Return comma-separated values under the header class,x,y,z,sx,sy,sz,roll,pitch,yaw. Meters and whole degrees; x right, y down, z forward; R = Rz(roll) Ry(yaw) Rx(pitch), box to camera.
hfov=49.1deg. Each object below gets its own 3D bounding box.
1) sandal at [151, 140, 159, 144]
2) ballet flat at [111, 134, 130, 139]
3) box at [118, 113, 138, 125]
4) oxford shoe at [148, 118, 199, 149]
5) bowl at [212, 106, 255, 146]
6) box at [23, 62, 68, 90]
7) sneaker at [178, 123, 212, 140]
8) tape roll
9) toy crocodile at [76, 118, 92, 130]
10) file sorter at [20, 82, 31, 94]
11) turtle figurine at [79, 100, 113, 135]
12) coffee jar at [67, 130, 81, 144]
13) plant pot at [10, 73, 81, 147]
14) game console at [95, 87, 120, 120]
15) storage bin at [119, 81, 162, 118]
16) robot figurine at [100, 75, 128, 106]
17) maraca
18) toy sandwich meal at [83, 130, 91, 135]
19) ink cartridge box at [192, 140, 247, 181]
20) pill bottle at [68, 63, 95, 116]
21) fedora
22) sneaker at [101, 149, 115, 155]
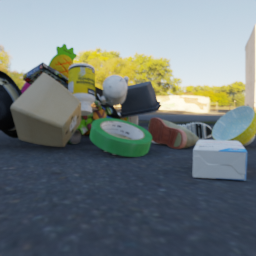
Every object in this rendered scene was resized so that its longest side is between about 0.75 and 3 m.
class,x,y,z,sx,sy,sz,roll,pitch,yaw
sandal,1.128,0.440,12.578,0.548,0.410,1.431,-3,5,-33
ballet flat,-0.533,0.286,12.397,0.803,0.803,2.312,3,6,31
box,-0.165,-0.152,14.976,1.082,1.201,2.136,0,5,-7
oxford shoe,1.773,0.251,11.676,1.035,0.993,2.805,4,16,-27
bowl,4.456,0.128,11.223,1.021,1.897,1.897,43,-10,-17
box,-3.375,-1.991,11.930,1.195,0.348,1.746,-22,-31,28
sneaker,3.027,0.176,13.982,2.234,0.839,0.905,1,-4,7
tape roll,-0.247,0.284,9.597,2.095,0.504,2.095,13,19,-5
toy crocodile,-2.694,-0.170,15.041,2.778,0.938,0.858,-10,-24,34
file sorter,-3.937,-1.080,13.524,2.780,1.932,1.743,31,27,-18
turtle figurine,-1.324,-0.432,11.816,1.714,1.272,1.767,-26,39,-16
coffee jar,-2.834,0.340,12.346,1.461,0.623,0.762,5,4,34
plant pot,-2.849,-0.442,10.430,1.773,2.000,2.002,24,53,8
game console,-1.386,-0.899,14.094,1.230,2.114,1.859,-43,-34,19
storage bin,0.474,-1.402,13.223,1.938,1.301,1.410,-8,19,24
robot figurine,-0.576,-1.573,11.947,1.539,1.025,1.815,-45,-7,-15
maraca,-3.305,-3.136,14.082,1.111,2.077,1.424,23,6,42
toy sandwich meal,-1.871,0.178,15.696,1.504,0.515,1.504,3,5,0
ink cartridge box,2.278,0.742,7.064,1.145,0.675,1.989,1,5,17
pill bottle,-1.914,-1.558,11.594,1.112,1.985,1.112,-3,-13,-1
fedora,-5.278,-0.788,10.869,2.976,2.976,1.359,3,18,36
sneaker,-0.504,0.622,9.878,0.635,0.592,1.602,8,6,-31
